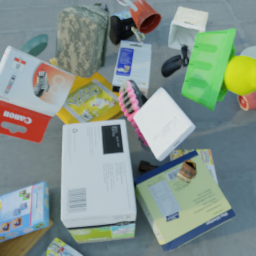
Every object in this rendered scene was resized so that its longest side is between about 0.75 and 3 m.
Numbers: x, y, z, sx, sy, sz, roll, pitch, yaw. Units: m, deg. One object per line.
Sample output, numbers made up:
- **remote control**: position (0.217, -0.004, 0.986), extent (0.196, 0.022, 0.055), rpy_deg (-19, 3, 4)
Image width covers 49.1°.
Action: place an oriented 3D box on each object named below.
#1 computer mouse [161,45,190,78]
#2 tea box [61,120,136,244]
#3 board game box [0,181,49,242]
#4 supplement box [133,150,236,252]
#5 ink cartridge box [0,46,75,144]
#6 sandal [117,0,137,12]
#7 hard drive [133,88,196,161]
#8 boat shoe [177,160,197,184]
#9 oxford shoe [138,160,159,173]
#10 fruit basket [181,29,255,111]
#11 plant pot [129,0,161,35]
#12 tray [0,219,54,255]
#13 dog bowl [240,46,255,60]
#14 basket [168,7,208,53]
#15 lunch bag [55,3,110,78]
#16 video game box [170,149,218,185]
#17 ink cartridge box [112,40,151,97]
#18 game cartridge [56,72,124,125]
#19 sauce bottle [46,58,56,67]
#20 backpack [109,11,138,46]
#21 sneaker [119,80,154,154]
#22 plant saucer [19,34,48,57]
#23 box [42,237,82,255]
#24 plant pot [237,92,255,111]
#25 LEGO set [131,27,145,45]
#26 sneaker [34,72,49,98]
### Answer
- **computer mouse**: position (1.830, -2.664, 11.530), extent (0.411, 1.557, 1.078), rpy_deg (18, 56, -30)
- **tea box**: position (-0.877, 1.793, 8.930), extent (1.987, 2.925, 2.974), rpy_deg (-6, 55, -2)
- **board game box**: position (-3.705, 2.810, 9.316), extent (2.107, 0.386, 1.594), rpy_deg (-18, 44, 0)
- **supplement box**: position (1.663, 2.370, 9.065), extent (2.312, 1.552, 2.309), rpy_deg (-24, 68, -10)
- **ink cartridge box**: position (-3.210, -0.875, 8.893), extent (0.676, 2.185, 2.695), rpy_deg (27, 96, 53)
- **sandal**: position (-0.214, -4.907, 10.838), extent (1.414, 0.347, 0.575), rpy_deg (28, 27, -33)
- **hard drive**: position (0.927, -0.157, 7.818), extent (1.273, 0.245, 1.930), rpy_deg (-47, 38, 16)
- **boat shoe**: position (1.537, 1.014, 6.965), extent (0.441, 1.224, 0.414), rpy_deg (29, 103, 15)
- **oxford shoe**: position (0.983, 1.685, 10.570), extent (1.280, 0.465, 0.540), rpy_deg (15, 65, 20)
- **fruit basket**: position (3.358, -1.822, 9.410), extent (2.871, 2.071, 2.871), rpy_deg (1, 93, 16)
- **plant pot**: position (0.666, -4.885, 12.147), extent (1.149, 1.149, 1.117), rpy_deg (-26, 71, -17)
- **tray**: position (-3.665, 3.631, 9.224), extent (1.085, 0.407, 2.200), rpy_deg (33, 62, 21)
- **dog bowl**: position (6.315, -2.811, 13.348), extent (2.293, 0.903, 2.293), rpy_deg (0, 56, 0)
- **basket**: position (2.428, -3.924, 11.334), extent (1.333, 1.345, 1.082), rpy_deg (16, 62, 10)
- **lunch bag**: position (-1.558, -3.382, 10.629), extent (1.683, 2.415, 2.025), rpy_deg (17, 34, 8)
- **video game box**: position (2.460, 1.641, 10.592), extent (1.566, 0.402, 1.719), rpy_deg (0, 56, -3)
- **ink cartridge box**: position (0.190, -2.369, 10.819), extent (1.296, 0.508, 2.738), rpy_deg (7, 53, 0)
- **game cartridge**: position (-1.615, -1.076, 10.886), extent (2.493, 0.459, 2.828), rpy_deg (-37, 64, -24)
- **sauce bottle**: position (-2.717, -3.276, 13.727), extent (2.585, 0.853, 0.853), rpy_deg (-24, 59, -17)
- **backpack**: position (-0.203, -5.441, 14.841), extent (1.897, 1.548, 1.459), rpy_deg (-26, 52, -25)
- **sneaker**: position (0.638, -0.487, 9.376), extent (1.229, 1.018, 2.577), rpy_deg (-28, 96, -28)
- **plant saucer**: position (-3.380, -2.857, 10.114), extent (1.343, 1.343, 0.241), rpy_deg (-40, 95, -24)
- **box**: position (-2.030, 4.284, 8.844), extent (1.440, 0.271, 0.983), rpy_deg (27, 60, 17)
- **plant pot**: position (5.461, -1.335, 12.263), extent (1.030, 1.165, 1.165), rpy_deg (-23, 58, -2)
- **LEGO set**: position (0.432, -3.739, 11.201), extent (0.282, 0.759, 0.349), rpy_deg (-24, 24, 19)
- **sneaker**: position (-2.195, -1.026, 7.288), extent (0.312, 0.481, 0.832), rpy_deg (-2, 57, 4)
